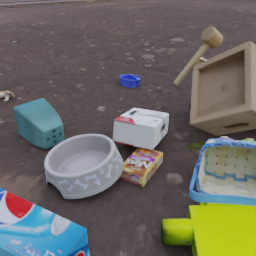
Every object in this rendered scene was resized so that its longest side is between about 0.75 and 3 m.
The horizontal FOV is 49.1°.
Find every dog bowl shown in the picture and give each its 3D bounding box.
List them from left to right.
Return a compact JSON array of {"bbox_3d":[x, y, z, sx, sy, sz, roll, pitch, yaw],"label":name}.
[{"bbox_3d":[-1.030,0.762,6.319,1.814,0.532,1.814,-9,30,5],"label":"dog bowl"}]

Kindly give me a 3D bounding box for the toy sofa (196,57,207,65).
[{"bbox_3d":[3.750,-2.794,12.666,0.627,0.533,1.286,-20,36,-28],"label":"toy sofa"}]

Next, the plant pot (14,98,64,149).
[{"bbox_3d":[-2.366,-0.055,7.687,0.909,0.909,1.286,-25,44,-35],"label":"plant pot"}]

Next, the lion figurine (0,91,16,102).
[{"bbox_3d":[-4.671,-1.211,10.170,1.233,0.447,0.755,6,20,-18],"label":"lion figurine"}]

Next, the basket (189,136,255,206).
[{"bbox_3d":[2.086,0.927,5.497,1.702,1.342,1.930,4,23,12],"label":"basket"}]

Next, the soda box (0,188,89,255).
[{"bbox_3d":[-1.961,1.722,4.576,2.685,0.911,0.862,15,33,24],"label":"soda box"}]

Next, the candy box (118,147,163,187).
[{"bbox_3d":[0.315,0.881,6.621,0.642,0.311,1.101,16,35,25],"label":"candy box"}]

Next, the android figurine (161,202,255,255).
[{"bbox_3d":[1.925,2.025,4.412,2.786,0.572,2.536,0,30,2],"label":"android figurine"}]

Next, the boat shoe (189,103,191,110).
[{"bbox_3d":[3.186,-0.915,8.984,2.519,1.060,0.865,-5,30,-13],"label":"boat shoe"}]

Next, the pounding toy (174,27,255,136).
[{"bbox_3d":[2.611,-1.343,7.810,1.324,2.894,2.543,20,-22,-32],"label":"pounding toy"}]

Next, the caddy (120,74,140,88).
[{"bbox_3d":[0.075,-1.954,11.316,0.858,0.450,0.606,16,33,25],"label":"caddy"}]

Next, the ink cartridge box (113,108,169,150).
[{"bbox_3d":[0.389,-0.032,7.549,1.088,0.632,1.508,11,18,18],"label":"ink cartridge box"}]
